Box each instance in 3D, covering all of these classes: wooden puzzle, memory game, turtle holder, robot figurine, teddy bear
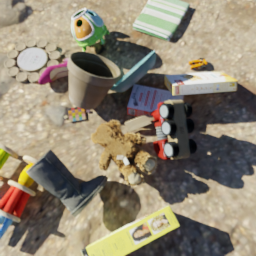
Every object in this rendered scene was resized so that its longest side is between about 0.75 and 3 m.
[{"bbox_3d":[-2.028,-0.545,11.129,1.068,0.075,0.634,-10,63,-5],"label":"wooden puzzle"},{"bbox_3d":[-4.203,-2.975,12.330,2.472,0.157,2.472,0,64,0],"label":"memory game"},{"bbox_3d":[-1.636,-4.379,12.007,1.489,1.392,1.960,1,48,40],"label":"turtle holder"},{"bbox_3d":[3.058,-2.779,12.188,0.787,0.229,0.570,-9,63,-4],"label":"robot figurine"},{"bbox_3d":[-0.149,0.868,9.665,2.527,0.844,1.832,26,86,23],"label":"teddy bear"}]

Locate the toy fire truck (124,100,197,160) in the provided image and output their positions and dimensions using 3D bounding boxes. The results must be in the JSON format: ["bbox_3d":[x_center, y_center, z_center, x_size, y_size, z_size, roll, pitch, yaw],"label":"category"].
[{"bbox_3d":[1.078,0.136,10.028,1.443,2.243,1.974,-6,88,-31],"label":"toy fire truck"}]

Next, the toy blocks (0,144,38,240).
[{"bbox_3d":[-4.292,2.095,9.259,2.302,1.003,2.762,21,65,10],"label":"toy blocks"}]

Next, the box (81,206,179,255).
[{"bbox_3d":[0.063,3.340,8.533,2.901,1.092,0.727,-24,73,-12],"label":"box"}]

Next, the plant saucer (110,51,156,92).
[{"bbox_3d":[0.276,-2.086,10.910,2.313,2.313,0.416,-45,101,-20],"label":"plant saucer"}]

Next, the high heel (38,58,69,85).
[{"bbox_3d":[-2.808,-2.256,11.707,0.904,0.635,1.885,31,54,25],"label":"high heel"}]

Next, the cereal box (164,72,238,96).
[{"bbox_3d":[2.761,-1.777,10.997,2.426,0.479,1.745,-4,23,-3],"label":"cereal box"}]

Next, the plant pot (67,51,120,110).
[{"bbox_3d":[-1.461,-1.674,10.620,1.952,1.693,1.952,16,33,-11],"label":"plant pot"}]

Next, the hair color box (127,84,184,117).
[{"bbox_3d":[1.068,-0.922,11.006,2.032,0.649,1.127,13,65,5],"label":"hair color box"}]

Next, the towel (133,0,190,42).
[{"bbox_3d":[1.596,-5.382,13.497,1.999,0.307,2.620,23,64,11],"label":"towel"}]

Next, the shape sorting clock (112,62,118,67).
[{"bbox_3d":[-1.102,-2.400,11.952,1.462,0.287,1.462,5,57,-7],"label":"shape sorting clock"}]

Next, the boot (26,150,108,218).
[{"bbox_3d":[-1.896,1.550,9.091,2.130,0.773,1.937,45,45,1],"label":"boot"}]
